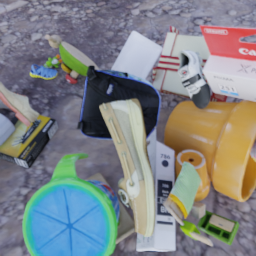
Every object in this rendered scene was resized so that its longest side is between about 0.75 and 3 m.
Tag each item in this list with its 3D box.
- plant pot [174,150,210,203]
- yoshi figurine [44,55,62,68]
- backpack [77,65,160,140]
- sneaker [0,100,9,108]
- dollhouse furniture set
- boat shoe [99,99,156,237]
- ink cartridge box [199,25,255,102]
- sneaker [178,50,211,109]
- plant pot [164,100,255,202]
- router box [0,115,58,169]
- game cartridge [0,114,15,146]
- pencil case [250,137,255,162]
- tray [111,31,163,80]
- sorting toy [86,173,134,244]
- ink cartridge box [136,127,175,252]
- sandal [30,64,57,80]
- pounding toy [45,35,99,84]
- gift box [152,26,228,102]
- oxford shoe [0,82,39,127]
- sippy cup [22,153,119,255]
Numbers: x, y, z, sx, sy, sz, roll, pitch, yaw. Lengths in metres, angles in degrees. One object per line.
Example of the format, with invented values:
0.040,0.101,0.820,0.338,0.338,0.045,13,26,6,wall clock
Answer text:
1.504,1.112,6.866,1.052,0.963,1.052,-2,38,2,plant pot
-3.181,-2.763,11.845,0.453,0.451,0.806,40,63,21,yoshi figurine
-0.228,-0.665,8.305,2.200,2.013,1.617,10,13,-6,backpack
-4.742,-1.131,10.298,1.603,0.603,0.838,-13,55,-5,sneaker
1.683,1.833,6.120,0.852,2.206,1.102,13,60,42,dollhouse furniture set
-0.003,0.815,5.990,0.915,1.060,2.907,-7,81,-3,boat shoe
2.724,-1.208,5.909,2.351,2.071,0.526,20,78,37,ink cartridge box
1.656,-1.295,7.447,0.745,0.624,1.684,4,67,-39,sneaker
2.479,0.340,7.931,2.456,2.683,2.683,19,50,35,plant pot
-3.374,0.308,9.141,1.420,0.472,1.806,15,51,13,router box
-5.055,0.132,8.928,2.730,0.567,1.818,10,53,25,game cartridge
3.243,0.559,6.151,0.820,1.972,0.895,8,91,14,pencil case
0.132,-2.134,10.102,1.255,2.337,0.259,31,12,1,tray
-0.725,2.140,7.600,2.826,0.378,2.106,-27,54,-22,sorting toy
0.677,1.537,6.981,0.559,1.417,2.850,8,65,-11,ink cartridge box
-3.464,-2.292,11.385,1.170,0.509,0.465,4,47,1,sandal
-2.400,-2.605,11.189,2.327,1.080,1.797,36,15,-14,pounding toy
2.089,-2.032,9.270,2.166,2.141,2.320,21,5,41,gift box
-3.519,-0.861,8.754,0.637,1.725,0.611,-44,25,-18,oxford shoe
-1.008,1.953,6.205,1.942,1.812,2.473,28,93,10,sippy cup
